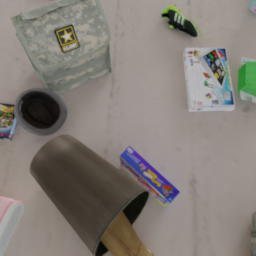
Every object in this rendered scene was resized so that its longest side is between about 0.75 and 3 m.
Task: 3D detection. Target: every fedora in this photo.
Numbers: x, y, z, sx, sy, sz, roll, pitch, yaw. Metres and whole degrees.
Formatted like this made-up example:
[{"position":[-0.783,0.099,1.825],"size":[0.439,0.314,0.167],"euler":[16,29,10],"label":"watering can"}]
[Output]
[{"position":[-2.755,-0.467,8.909],"size":[1.650,0.745,1.460],"euler":[30,76,-4],"label":"fedora"}]

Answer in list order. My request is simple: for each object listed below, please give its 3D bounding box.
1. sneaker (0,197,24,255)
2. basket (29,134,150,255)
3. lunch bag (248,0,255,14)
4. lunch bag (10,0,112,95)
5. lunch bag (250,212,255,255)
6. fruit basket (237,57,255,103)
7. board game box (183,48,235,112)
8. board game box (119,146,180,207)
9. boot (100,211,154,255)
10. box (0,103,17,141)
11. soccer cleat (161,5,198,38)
[{"position":[-3.999,2.979,7.604],"size":[1.274,0.918,2.438],"euler":[20,66,7],"label":"sneaker"},{"position":[-1.136,1.604,7.500],"size":[2.829,2.551,1.924],"euler":[39,48,22],"label":"basket"},{"position":[5.404,-5.197,10.380],"size":[0.702,1.462,1.823],"euler":[43,76,14],"label":"lunch bag"},{"position":[-1.878,-2.561,8.571],"size":[2.453,2.991,1.758],"euler":[-25,71,-10],"label":"lunch bag"},{"position":[4.204,3.146,7.244],"size":[1.968,1.371,1.651],"euler":[13,64,2],"label":"lunch bag"},{"position":[4.613,-1.461,9.451],"size":[1.826,0.856,1.691],"euler":[14,69,-11],"label":"fruit basket"},{"position":[2.738,-1.691,9.621],"size":[1.471,0.403,2.331],"euler":[0,69,0],"label":"board game box"},{"position":[0.561,1.422,8.005],"size":[1.835,1.234,0.411],"euler":[41,75,14],"label":"board game box"},{"position":[-0.456,3.290,7.556],"size":[1.773,0.669,2.024],"euler":[-37,79,-26],"label":"boot"},{"position":[-4.498,-0.269,9.134],"size":[1.690,0.318,1.154],"euler":[7,69,3],"label":"box"},{"position":[1.912,-3.851,10.416],"size":[0.688,0.573,1.699],"euler":[-38,69,0],"label":"soccer cleat"}]
